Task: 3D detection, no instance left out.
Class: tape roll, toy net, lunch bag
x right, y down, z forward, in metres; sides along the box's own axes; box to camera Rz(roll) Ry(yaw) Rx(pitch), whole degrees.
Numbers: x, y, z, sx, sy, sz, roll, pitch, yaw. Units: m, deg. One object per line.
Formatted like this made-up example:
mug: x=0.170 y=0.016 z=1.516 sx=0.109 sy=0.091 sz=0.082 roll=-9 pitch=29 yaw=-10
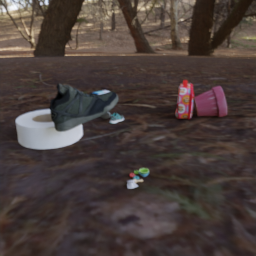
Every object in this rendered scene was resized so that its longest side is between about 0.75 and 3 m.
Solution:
tape roll: x=-2.862 y=-0.014 z=10.272 sx=2.301 sy=0.805 sz=2.301 roll=0 pitch=18 yaw=0
toy net: x=0.177 y=1.309 z=7.396 sx=0.480 sy=0.177 sz=0.915 roll=11 pitch=22 yaw=28
lunch bag: x=2.611 y=-1.363 z=12.900 sx=0.766 sy=1.648 sz=1.871 roll=4 pitch=19 yaw=11

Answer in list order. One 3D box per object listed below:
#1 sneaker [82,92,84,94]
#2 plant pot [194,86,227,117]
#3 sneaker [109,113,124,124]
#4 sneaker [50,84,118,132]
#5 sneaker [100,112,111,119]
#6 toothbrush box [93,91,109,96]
sneaker: x=-3.043 y=-1.504 z=14.728 sx=1.101 sy=0.735 sz=1.922 roll=11 pitch=26 yaw=12
plant pot: x=3.738 y=-1.109 z=12.885 sx=1.249 sy=1.396 sz=1.396 roll=-12 pitch=17 yaw=11
sneaker: x=-0.479 y=-0.474 z=12.237 sx=0.347 sy=0.408 sz=0.894 roll=11 pitch=21 yaw=29
sneaker: x=-1.434 y=-0.938 z=9.064 sx=2.400 sy=1.374 sz=0.917 roll=-25 pitch=24 yaw=-23
sneaker: x=-1.103 y=-0.730 z=12.963 sx=1.090 sy=0.408 sz=0.579 roll=14 pitch=26 yaw=38
toothbrush box: x=-1.457 y=-1.834 z=16.150 sx=1.039 sy=0.443 sz=0.761 roll=-16 pitch=25 yaw=-42
